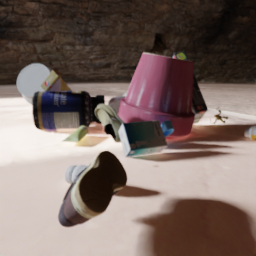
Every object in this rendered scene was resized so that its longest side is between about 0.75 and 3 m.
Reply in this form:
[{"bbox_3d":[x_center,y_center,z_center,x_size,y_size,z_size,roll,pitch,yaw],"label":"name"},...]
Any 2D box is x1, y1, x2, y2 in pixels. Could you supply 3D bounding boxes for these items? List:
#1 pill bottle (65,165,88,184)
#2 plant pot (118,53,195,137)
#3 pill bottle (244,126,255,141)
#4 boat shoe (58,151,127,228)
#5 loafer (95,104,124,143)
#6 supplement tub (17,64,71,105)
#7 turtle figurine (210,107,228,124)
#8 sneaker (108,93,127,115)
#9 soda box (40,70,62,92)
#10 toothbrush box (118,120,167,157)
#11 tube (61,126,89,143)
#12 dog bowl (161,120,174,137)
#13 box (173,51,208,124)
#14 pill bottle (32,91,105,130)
[{"bbox_3d":[-0.852,1.023,5.799,0.848,0.480,0.480,5,13,25],"label":"pill bottle"},{"bbox_3d":[1.232,-1.357,10.612,2.951,2.641,2.951,10,16,-3],"label":"plant pot"},{"bbox_3d":[4.496,0.204,9.560,0.906,0.495,0.495,10,16,41],"label":"pill bottle"},{"bbox_3d":[-0.536,0.925,4.521,0.661,0.733,2.038,-35,3,14],"label":"boat shoe"},{"bbox_3d":[-0.605,-0.155,9.326,0.626,0.694,1.833,-24,50,-33],"label":"loafer"},{"bbox_3d":[-3.789,-1.678,13.037,1.847,1.847,2.540,2,-15,11],"label":"supplement tub"},{"bbox_3d":[3.879,-0.457,11.808,0.651,0.807,0.260,16,17,-15],"label":"turtle figurine"},{"bbox_3d":[0.005,-1.263,13.909,2.772,1.012,0.981,-1,40,-44],"label":"sneaker"},{"bbox_3d":[-2.967,-1.814,10.779,0.910,0.308,0.291,-42,-3,26],"label":"soda box"},{"bbox_3d":[0.415,0.297,8.021,1.176,0.861,0.502,-7,-26,-22],"label":"toothbrush box"},{"bbox_3d":[-1.744,0.280,9.569,0.437,0.391,1.508,-41,5,14],"label":"tube"},{"bbox_3d":[0.911,0.193,8.905,1.214,0.301,0.677,-25,-23,-10],"label":"dog bowl"},{"bbox_3d":[2.480,-1.651,11.900,0.481,2.771,1.525,-15,-17,-6],"label":"box"},{"bbox_3d":[-2.333,-0.718,11.339,2.772,1.550,1.550,-2,12,-7],"label":"pill bottle"}]
